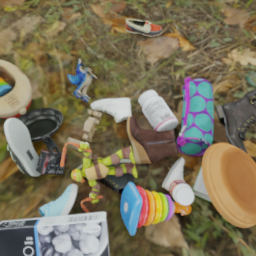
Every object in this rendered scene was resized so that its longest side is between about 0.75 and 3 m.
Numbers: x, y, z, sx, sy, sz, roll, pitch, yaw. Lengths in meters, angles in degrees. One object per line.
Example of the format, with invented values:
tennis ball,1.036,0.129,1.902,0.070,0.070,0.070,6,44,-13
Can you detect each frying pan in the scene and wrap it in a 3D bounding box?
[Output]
frying pan,-2.549,0.073,9.020,2.800,0.456,1.693,21,47,31

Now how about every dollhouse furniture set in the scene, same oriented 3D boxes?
dollhouse furniture set,-1.440,-0.048,9.333,0.654,0.765,1.477,17,62,7

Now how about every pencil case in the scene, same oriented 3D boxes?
pencil case,2.241,-0.401,9.321,1.167,1.075,2.526,27,57,-25

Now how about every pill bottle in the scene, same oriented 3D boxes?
pill bottle,0.988,-0.535,9.559,0.823,0.823,1.452,-24,63,-13
pill bottle,1.479,1.793,7.785,0.561,1.025,0.561,0,89,0

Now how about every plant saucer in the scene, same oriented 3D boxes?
plant saucer,2.951,1.435,7.502,2.320,0.434,2.320,18,55,-28

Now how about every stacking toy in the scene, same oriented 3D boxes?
stacking toy,0.876,2.242,7.901,2.031,1.179,1.115,6,17,-18

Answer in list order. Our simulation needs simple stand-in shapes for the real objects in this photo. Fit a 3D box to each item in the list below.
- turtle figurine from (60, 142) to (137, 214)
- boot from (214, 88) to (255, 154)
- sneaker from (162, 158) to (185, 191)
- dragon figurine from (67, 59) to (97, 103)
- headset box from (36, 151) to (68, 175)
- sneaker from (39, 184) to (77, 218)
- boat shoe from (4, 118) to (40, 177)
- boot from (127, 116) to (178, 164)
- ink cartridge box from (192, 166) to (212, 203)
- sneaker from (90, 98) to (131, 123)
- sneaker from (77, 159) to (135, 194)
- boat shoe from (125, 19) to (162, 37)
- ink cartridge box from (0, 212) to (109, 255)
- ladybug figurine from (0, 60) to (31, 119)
turtle figurine,-0.758,1.255,7.900,1.939,2.404,0.774,-12,24,-5
boot,3.967,-0.266,8.925,1.878,0.747,2.158,-23,69,15
sneaker,1.587,1.534,8.641,0.665,0.424,1.150,37,67,-3
dragon figurine,-1.806,-1.819,10.287,1.030,0.610,2.072,-41,54,8
headset box,-2.336,1.061,8.490,0.340,0.880,0.655,19,94,40
sneaker,-2.054,2.264,7.863,0.744,0.672,1.817,33,49,-11
boat shoe,-3.235,0.636,8.280,0.646,2.029,0.717,0,32,23
boot,0.772,0.259,9.021,1.430,0.622,1.719,-18,72,15
ink cartridge box,2.800,1.864,8.374,1.602,0.475,0.832,21,65,14
sneaker,-0.560,-0.558,9.630,1.387,0.511,0.802,-7,76,-9
sneaker,-0.684,1.513,8.374,1.814,0.678,0.963,-8,53,-1
boat shoe,0.676,-4.290,11.871,1.605,0.502,0.571,8,59,3
ink cartridge box,-1.682,3.419,6.716,2.557,0.560,2.581,-5,98,-2
ladybug figurine,-4.452,-1.271,9.839,1.939,1.027,2.856,-38,65,-20
